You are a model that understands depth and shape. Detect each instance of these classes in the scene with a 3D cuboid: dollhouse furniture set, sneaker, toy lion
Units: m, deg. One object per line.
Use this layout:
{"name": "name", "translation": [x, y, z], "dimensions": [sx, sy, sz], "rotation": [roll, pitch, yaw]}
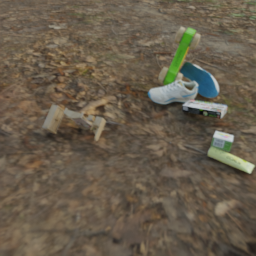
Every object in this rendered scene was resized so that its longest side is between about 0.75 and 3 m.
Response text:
{"name": "dollhouse furniture set", "translation": [-1.599, -0.020, 8.925], "dimensions": [1.838, 0.953, 0.814], "rotation": [15, 76, 21]}
{"name": "sneaker", "translation": [1.672, -1.387, 10.478], "dimensions": [1.936, 0.782, 0.741], "rotation": [-6, 50, -18]}
{"name": "sneaker", "translation": [3.107, -1.986, 11.623], "dimensions": [0.912, 0.864, 2.259], "rotation": [12, 33, -35]}
{"name": "toy lion", "translation": [2.171, -2.949, 11.812], "dimensions": [0.898, 2.616, 2.508], "rotation": [24, 8, 5]}

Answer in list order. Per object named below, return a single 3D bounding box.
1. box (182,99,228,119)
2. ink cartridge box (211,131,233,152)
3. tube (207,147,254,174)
{"name": "box", "translation": [2.682, -0.683, 9.811], "dimensions": [1.379, 0.239, 0.759], "rotation": [14, 30, 32]}
{"name": "ink cartridge box", "translation": [2.825, 0.353, 8.353], "dimensions": [0.535, 0.306, 1.031], "rotation": [16, 19, 19]}
{"name": "tube", "translation": [2.869, 0.892, 7.856], "dimensions": [1.238, 0.321, 0.359], "rotation": [26, 75, 29]}
